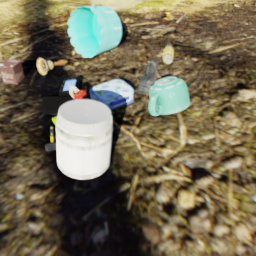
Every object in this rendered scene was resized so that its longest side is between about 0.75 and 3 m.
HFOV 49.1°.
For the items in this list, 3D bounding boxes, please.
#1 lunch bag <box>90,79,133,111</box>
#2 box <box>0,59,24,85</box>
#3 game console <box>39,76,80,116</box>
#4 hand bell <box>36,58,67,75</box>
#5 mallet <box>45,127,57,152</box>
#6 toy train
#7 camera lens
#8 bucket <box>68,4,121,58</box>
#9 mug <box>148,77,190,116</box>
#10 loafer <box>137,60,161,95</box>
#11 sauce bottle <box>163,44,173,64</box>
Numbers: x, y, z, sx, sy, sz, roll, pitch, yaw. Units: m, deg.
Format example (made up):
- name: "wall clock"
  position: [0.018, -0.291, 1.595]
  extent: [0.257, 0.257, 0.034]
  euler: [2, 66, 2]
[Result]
- name: "lunch bag"
  position: [-0.684, -1.372, 11.912]
  extent: [1.690, 0.697, 1.359]
  euler: [-25, 44, -27]
- name: "box"
  position: [-5.516, -2.659, 13.281]
  extent: [0.760, 0.916, 0.752]
  euler: [10, 41, 10]
- name: "game console"
  position: [-2.778, -1.492, 12.336]
  extent: [1.686, 0.345, 2.858]
  euler: [0, 39, 0]
- name: "hand bell"
  position: [-3.762, -3.249, 14.337]
  extent: [0.831, 0.831, 1.597]
  euler: [28, 34, 29]
- name: "mallet"
  position: [-2.844, 0.387, 10.210]
  extent: [0.444, 0.278, 1.350]
  euler: [-16, 38, -13]
- name: "toy train"
  position: [-2.182, -0.566, 10.719]
  extent: [1.687, 1.234, 2.916]
  euler: [-37, 51, -19]
- name: "camera lens"
  position: [-1.350, 0.392, 8.597]
  extent: [1.673, 2.092, 1.673]
  euler: [5, 33, -3]
- name: "bucket"
  position: [-1.781, -5.274, 15.159]
  extent: [2.710, 2.710, 1.763]
  euler: [28, 39, 29]
- name: "mug"
  position: [1.578, -1.283, 10.996]
  extent: [1.520, 1.144, 1.849]
  euler: [-10, 21, 14]
- name: "loafer"
  position: [1.139, -2.305, 13.020]
  extent: [0.845, 0.851, 2.339]
  euler: [17, 52, 7]
- name: "sauce bottle"
  position: [2.193, -4.120, 15.322]
  extent: [0.557, 0.557, 1.722]
  euler: [4, 40, 5]
